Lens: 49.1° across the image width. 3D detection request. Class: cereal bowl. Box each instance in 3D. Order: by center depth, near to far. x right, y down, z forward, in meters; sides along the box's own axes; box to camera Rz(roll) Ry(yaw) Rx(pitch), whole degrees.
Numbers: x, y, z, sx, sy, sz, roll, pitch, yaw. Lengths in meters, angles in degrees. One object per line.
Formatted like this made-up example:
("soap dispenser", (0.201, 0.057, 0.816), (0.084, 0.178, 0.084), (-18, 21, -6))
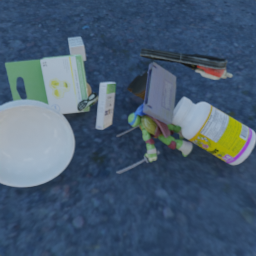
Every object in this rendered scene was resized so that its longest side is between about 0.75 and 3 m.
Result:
("cereal bowl", (-2.974, 0.354, 8.206), (2.650, 2.650, 1.104), (-15, 30, -14))

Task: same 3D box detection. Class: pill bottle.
("pill bottle", (2.673, 0.045, 9.107), (2.569, 1.339, 1.339), (31, 49, -1))

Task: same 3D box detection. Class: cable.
("cable", (1.696, -1.814, 8.099), (2.702, 0.680, 1.312), (5, 16, -6))

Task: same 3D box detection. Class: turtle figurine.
("turtle figurine", (0.855, 0.376, 9.655), (2.304, 2.376, 1.710), (15, 15, -16))

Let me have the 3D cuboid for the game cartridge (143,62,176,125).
("game cartridge", (1.003, -1.048, 8.653), (0.327, 1.104, 1.704), (-16, 57, 45))

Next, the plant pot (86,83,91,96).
("plant pot", (-1.959, -1.531, 11.428), (0.890, 0.597, 0.890), (0, 87, -6))

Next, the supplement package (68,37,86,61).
("supplement package", (-2.531, -3.860, 13.821), (0.666, 0.866, 0.905), (-12, 47, -11))

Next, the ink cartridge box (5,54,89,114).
("ink cartridge box", (-3.043, -1.548, 10.593), (2.920, 2.125, 0.700), (-7, 18, -4))

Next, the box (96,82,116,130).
("box", (-0.757, -0.788, 9.642), (0.280, 1.543, 1.114), (10, 12, 11))

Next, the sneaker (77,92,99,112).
("sneaker", (-1.442, -0.893, 10.398), (0.990, 0.439, 0.381), (-34, 62, 14))

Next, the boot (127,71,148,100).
("boot", (0.681, -1.423, 10.349), (0.982, 2.603, 0.958), (39, 93, -11))
